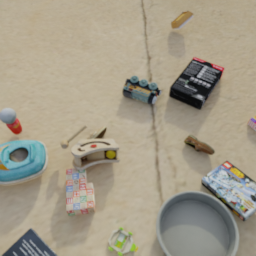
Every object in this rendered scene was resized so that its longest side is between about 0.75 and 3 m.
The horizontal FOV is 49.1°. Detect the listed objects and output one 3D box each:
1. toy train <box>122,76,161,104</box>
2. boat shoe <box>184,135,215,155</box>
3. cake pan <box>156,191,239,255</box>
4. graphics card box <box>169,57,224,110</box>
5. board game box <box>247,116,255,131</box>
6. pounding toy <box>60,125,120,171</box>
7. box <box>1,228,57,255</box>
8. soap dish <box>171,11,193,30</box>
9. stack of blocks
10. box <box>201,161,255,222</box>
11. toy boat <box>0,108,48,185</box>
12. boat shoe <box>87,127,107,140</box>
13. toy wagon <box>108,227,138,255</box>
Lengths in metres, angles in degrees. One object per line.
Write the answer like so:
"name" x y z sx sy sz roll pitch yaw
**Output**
"toy train" 0.591 -1.698 12.887 1.792 0.763 1.021 22 68 14
"boat shoe" 2.809 0.773 11.148 1.268 0.456 0.431 32 63 33
"cake pan" 2.192 3.343 9.093 2.614 0.479 2.614 0 52 0
"graphics card box" 3.254 -2.165 13.232 1.660 0.673 2.646 27 56 18
"board game box" 6.093 -0.207 11.913 1.546 0.358 1.171 -27 57 -20
"pounding toy" -1.447 0.711 10.378 2.240 1.285 1.281 -2 24 -2
"box" -2.931 4.439 7.715 1.812 1.307 2.442 35 60 24
"soap dish" 3.034 -6.127 15.908 1.160 0.471 0.913 -41 22 1
"stack of blocks" -1.704 2.218 9.965 0.928 0.472 1.611 -7 52 -6
"box" 3.751 2.147 9.850 1.331 0.388 1.943 -30 47 -18
"toy boat" -4.350 0.688 10.513 2.459 1.359 2.925 -13 57 -8
"boat shoe" -1.386 0.341 11.434 0.413 0.456 1.280 32 60 22
"toy wagon" -0.140 3.705 8.999 0.992 0.196 0.770 23 56 16
